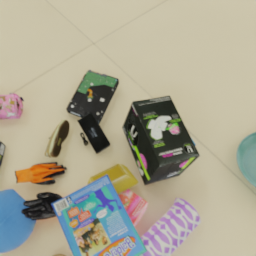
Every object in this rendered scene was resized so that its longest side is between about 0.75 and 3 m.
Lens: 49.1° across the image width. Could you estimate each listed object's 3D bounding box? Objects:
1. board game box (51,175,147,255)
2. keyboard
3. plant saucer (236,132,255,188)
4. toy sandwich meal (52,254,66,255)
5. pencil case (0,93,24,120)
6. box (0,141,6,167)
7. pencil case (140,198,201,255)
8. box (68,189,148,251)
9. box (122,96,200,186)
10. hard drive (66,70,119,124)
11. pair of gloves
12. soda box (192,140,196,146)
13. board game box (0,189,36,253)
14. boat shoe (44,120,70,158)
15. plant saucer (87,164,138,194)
[{"bbox_3d":[-0.919,3.085,8.670,2.003,0.592,2.634,-26,67,-11],"label":"board game box"},{"bbox_3d":[-1.511,0.269,11.547,0.982,0.210,1.636,-32,80,5],"label":"keyboard"},{"bbox_3d":[5.652,1.407,10.913,2.858,0.514,2.858,-3,56,4],"label":"plant saucer"},{"bbox_3d":[-2.394,4.866,9.384,1.223,0.419,1.223,2,60,-3],"label":"toy sandwich meal"},{"bbox_3d":[-5.832,-0.921,11.954,2.529,1.047,1.094,-1,70,1],"label":"pencil case"},{"bbox_3d":[-5.934,1.554,10.976,1.680,0.544,2.131,1,62,2],"label":"box"},{"bbox_3d":[1.164,3.636,9.566,2.925,1.228,1.250,-38,40,-19],"label":"pencil case"},{"bbox_3d":[-0.596,3.416,9.609,1.380,1.273,2.690,32,67,15],"label":"box"},{"bbox_3d":[1.101,0.477,10.596,1.652,1.974,2.658,-11,62,-21],"label":"box"},{"bbox_3d":[-1.547,-1.426,12.513,1.598,0.433,2.288,19,68,9],"label":"hard drive"},{"bbox_3d":[-3.084,2.299,10.455,1.934,0.268,2.171,-8,61,-26],"label":"pair of gloves"},{"bbox_3d":[2.396,0.411,11.495,0.296,0.313,0.924,-35,80,15],"label":"soda box"},{"bbox_3d":[-4.325,3.318,10.095,2.197,0.428,1.736,35,66,17],"label":"board game box"},{"bbox_3d":[-2.961,0.402,11.413,0.657,0.618,1.725,-3,51,29],"label":"boat shoe"},{"bbox_3d":[-0.682,1.914,10.188,1.738,1.739,0.421,-26,107,-10],"label":"plant saucer"}]
